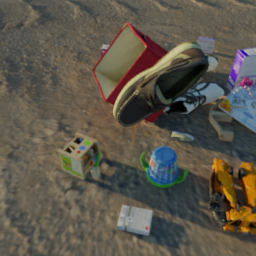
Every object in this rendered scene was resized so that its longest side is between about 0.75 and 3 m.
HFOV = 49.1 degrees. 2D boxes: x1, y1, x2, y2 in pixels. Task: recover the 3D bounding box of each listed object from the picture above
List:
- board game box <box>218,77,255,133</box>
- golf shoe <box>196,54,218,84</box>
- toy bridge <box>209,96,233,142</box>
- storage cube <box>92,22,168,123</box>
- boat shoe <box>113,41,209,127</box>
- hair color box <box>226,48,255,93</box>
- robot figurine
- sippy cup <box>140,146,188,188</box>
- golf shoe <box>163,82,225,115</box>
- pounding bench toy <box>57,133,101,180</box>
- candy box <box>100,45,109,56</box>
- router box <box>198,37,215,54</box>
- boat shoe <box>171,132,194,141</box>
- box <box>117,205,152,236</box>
[{"bbox_3d":[5.065,-0.877,11.089,2.194,0.284,2.194,39,60,19],"label":"board game box"},{"bbox_3d":[3.139,-2.603,13.228,2.973,1.148,1.310,-16,72,-23],"label":"golf shoe"},{"bbox_3d":[3.663,-0.438,11.093,0.862,0.349,2.565,8,42,11],"label":"toy bridge"},{"bbox_3d":[0.428,-2.032,10.727,2.427,2.700,2.308,23,27,-36],"label":"storage cube"},{"bbox_3d":[0.745,-0.964,7.150,1.067,2.915,0.945,34,25,-29],"label":"boat shoe"},{"bbox_3d":[5.086,-2.462,12.183,1.048,1.918,0.621,-9,45,-11],"label":"hair color box"},{"bbox_3d":[3.183,1.978,8.080,1.814,0.728,2.502,6,41,7],"label":"robot figurine"},{"bbox_3d":[1.111,1.160,8.793,1.366,1.001,1.072,-4,42,-5],"label":"sippy cup"},{"bbox_3d":[2.627,-1.063,11.386,2.781,1.081,1.314,-9,47,4],"label":"golf shoe"},{"bbox_3d":[-1.301,0.960,9.097,1.454,0.904,1.134,20,45,21],"label":"pounding bench toy"},{"bbox_3d":[-0.486,-3.466,13.928,1.656,1.130,0.505,4,44,6],"label":"candy box"},{"bbox_3d":[4.259,-4.542,15.406,0.872,0.783,0.213,10,43,11],"label":"router box"},{"bbox_3d":[1.987,0.364,10.289,0.817,0.294,0.254,15,60,28],"label":"boat shoe"},{"bbox_3d":[0.198,2.566,7.826,0.885,0.182,0.690,7,43,10],"label":"box"}]
